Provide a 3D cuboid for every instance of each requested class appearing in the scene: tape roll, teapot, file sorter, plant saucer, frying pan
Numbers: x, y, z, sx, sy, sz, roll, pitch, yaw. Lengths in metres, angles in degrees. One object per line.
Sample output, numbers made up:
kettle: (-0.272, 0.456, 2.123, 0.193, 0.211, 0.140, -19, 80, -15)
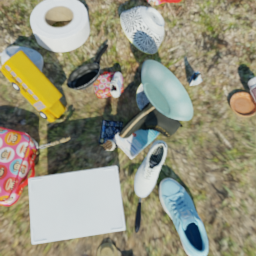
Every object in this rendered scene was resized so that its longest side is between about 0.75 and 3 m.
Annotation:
tape roll: (-2.759, -4.236, 11.450, 2.321, 0.812, 2.321, 0, 66, -1)
teapot: (-3.972, -2.247, 10.409, 1.533, 1.135, 1.554, -3, 42, -32)
file sorter: (-1.385, 2.190, 8.045, 2.413, 1.502, 1.674, -8, 74, -3)
plant saucer: (0.913, -0.891, 7.647, 0.389, 2.020, 2.020, -39, 71, -11)
plant saucer: (4.205, -0.822, 10.222, 1.013, 0.190, 1.013, 0, 66, 0)
frying pan: (-1.534, -2.210, 10.598, 1.419, 0.382, 2.346, -9, 45, 24)

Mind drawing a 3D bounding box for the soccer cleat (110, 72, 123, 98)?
soccer cleat: (-0.430, -1.594, 9.909, 0.377, 0.466, 1.079, -11, 61, 25)

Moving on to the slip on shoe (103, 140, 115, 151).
slip on shoe: (-0.503, 0.533, 8.216, 0.253, 0.836, 0.318, -3, 77, -23)

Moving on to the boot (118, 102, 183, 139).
boot: (0.784, 0.007, 9.008, 1.980, 0.767, 1.369, -42, 96, -16)

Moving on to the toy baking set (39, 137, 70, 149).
toy baking set: (-2.288, 0.467, 8.645, 0.800, 1.043, 0.121, -17, 89, -40)

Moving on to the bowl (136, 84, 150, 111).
bowl: (1.051, -1.070, 9.940, 1.439, 0.675, 1.439, 2, 97, 13)

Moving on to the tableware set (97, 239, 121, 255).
tableware set: (-0.664, 4.169, 7.923, 1.783, 0.207, 1.490, -38, 67, -14)

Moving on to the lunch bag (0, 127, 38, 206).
lunch bag: (-3.934, 1.200, 8.860, 2.077, 0.966, 2.359, 12, 66, 5)

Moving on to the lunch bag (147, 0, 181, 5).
lunch bag: (1.735, -6.348, 12.418, 2.241, 0.918, 1.974, -21, 72, -9)

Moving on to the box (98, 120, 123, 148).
box: (-0.584, 0.201, 9.736, 0.754, 0.218, 0.949, 5, 65, 2)

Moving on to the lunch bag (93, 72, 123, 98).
lunch bag: (-0.774, -1.658, 10.460, 1.082, 0.443, 0.953, -15, 67, -7)

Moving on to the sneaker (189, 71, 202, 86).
sneaker: (2.507, -1.785, 10.123, 0.406, 0.937, 0.351, 3, 80, -4)

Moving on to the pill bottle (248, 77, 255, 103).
pill bottle: (4.759, -1.221, 9.963, 0.648, 0.648, 1.136, -14, 68, -6)

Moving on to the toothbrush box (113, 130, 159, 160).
toothbrush box: (0.277, 0.284, 9.392, 1.261, 0.538, 0.923, -39, 80, -22)

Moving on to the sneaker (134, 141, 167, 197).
sneaker: (0.565, 1.083, 7.471, 0.595, 0.577, 1.629, 20, 89, 9)

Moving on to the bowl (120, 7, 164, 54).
bowl: (0.743, -3.909, 10.652, 1.993, 0.935, 1.993, 22, 53, -32)

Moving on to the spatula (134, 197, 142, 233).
spatula: (0.402, 2.081, 8.083, 0.220, 0.604, 2.137, 27, 38, -5)

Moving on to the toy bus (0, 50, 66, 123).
toy bus: (-3.070, -1.323, 9.401, 2.416, 0.946, 0.786, 50, 55, -19)

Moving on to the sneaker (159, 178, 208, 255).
sneaker: (1.689, 2.539, 8.222, 0.920, 1.020, 2.489, -23, 67, -11)
